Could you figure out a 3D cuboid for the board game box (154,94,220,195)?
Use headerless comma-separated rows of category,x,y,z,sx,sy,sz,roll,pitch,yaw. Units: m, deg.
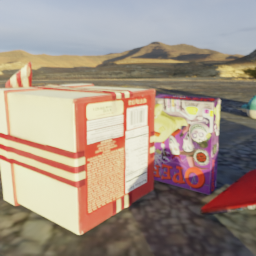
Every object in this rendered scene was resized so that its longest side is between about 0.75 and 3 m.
board game box,0.342,0.154,5.140,2.575,1.545,0.416,8,23,36

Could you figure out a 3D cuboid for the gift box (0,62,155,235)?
gift box,-0.801,0.073,4.396,1.987,2.128,1.964,8,10,37

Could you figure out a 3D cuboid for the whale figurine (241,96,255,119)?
whale figurine,5.437,-0.936,11.431,1.541,1.005,1.937,3,13,12

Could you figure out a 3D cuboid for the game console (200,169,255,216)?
game console,2.451,1.122,3.892,2.153,1.278,1.856,-14,50,-47
